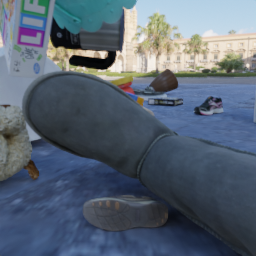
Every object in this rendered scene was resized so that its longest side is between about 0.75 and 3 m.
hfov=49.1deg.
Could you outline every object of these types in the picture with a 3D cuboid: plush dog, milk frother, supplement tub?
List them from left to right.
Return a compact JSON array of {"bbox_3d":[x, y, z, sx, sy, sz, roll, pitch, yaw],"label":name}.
[{"bbox_3d":[-1.691,0.400,3.230,1.239,0.994,1.064,-17,13,46],"label":"plush dog"},{"bbox_3d":[-2.370,-0.712,5.839,1.841,1.841,2.549,-6,11,-30],"label":"supplement tub"},{"bbox_3d":[-1.016,-2.857,7.971,1.862,1.979,1.786,6,-31,2],"label":"milk frother"}]

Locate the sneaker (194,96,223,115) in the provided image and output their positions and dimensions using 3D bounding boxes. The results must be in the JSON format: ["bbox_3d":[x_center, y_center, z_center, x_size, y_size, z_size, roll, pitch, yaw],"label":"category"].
[{"bbox_3d":[2.795,-0.797,9.766,1.390,0.600,0.558,-11,13,-42],"label":"sneaker"}]

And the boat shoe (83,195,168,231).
[{"bbox_3d":[-0.029,0.749,2.521,0.754,0.281,0.276,7,1,-8],"label":"boat shoe"}]

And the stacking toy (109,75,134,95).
[{"bbox_3d":[-1.175,-1.474,13.134,2.556,1.193,2.824,-21,11,-23],"label":"stacking toy"}]

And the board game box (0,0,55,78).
[{"bbox_3d":[-1.117,-1.485,2.912,0.311,1.220,1.815,0,36,-30],"label":"board game box"}]

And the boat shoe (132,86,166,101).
[{"bbox_3d":[1.036,-1.868,15.047,2.125,0.753,0.766,-1,11,-8],"label":"boat shoe"}]

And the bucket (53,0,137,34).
[{"bbox_3d":[-0.873,-3.035,5.266,2.148,2.148,1.398,5,-28,23],"label":"bucket"}]

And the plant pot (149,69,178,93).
[{"bbox_3d":[2.356,-3.028,19.428,1.641,1.534,1.534,-31,18,-10],"label":"plant pot"}]

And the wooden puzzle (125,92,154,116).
[{"bbox_3d":[-0.259,-1.001,9.105,2.104,0.487,1.949,21,6,-14],"label":"wooden puzzle"}]

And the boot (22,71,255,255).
[{"bbox_3d":[0.390,0.310,1.997,2.278,0.909,2.506,22,6,-23],"label":"boot"}]

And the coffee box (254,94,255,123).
[{"bbox_3d":[4.235,-0.668,7.281,1.232,1.244,1.246,-3,11,-15],"label":"coffee box"}]

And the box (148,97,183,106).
[{"bbox_3d":[1.712,-1.215,12.758,1.304,0.320,1.051,7,14,32],"label":"box"}]
